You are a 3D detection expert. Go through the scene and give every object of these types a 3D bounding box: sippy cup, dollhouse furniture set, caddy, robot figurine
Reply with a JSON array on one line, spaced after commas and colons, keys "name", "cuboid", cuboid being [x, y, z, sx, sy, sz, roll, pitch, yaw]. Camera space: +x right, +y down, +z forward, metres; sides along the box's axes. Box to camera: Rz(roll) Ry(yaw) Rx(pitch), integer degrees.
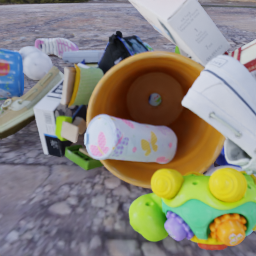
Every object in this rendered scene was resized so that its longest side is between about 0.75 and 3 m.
[{"name": "sippy cup", "cuboid": [-4.013, -1.556, 8.102, 1.812, 2.473, 1.942, 0, 73, -16]}, {"name": "dollhouse furniture set", "cuboid": [-0.896, -0.246, 6.237, 0.852, 2.206, 1.102, 22, 18, 35]}, {"name": "caddy", "cuboid": [2.718, 0.593, 6.229, 1.583, 0.831, 1.119, 0, 30, 0]}, {"name": "robot figurine", "cuboid": [-3.977, -2.739, 11.874, 1.776, 1.183, 2.094, 18, 13, -41]}]

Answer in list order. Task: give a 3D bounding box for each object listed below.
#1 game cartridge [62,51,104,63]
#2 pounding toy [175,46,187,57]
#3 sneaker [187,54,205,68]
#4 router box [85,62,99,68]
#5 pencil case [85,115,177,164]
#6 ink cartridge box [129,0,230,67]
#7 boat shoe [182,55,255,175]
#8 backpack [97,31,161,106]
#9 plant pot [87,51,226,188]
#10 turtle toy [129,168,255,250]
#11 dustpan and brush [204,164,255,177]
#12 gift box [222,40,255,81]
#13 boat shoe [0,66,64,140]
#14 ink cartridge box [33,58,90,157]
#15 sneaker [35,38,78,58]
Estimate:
[{"name": "game cartridge", "cuboid": [-1.933, -3.370, 13.169, 1.818, 0.567, 2.730, -6, 16, -1]}, {"name": "pounding toy", "cuboid": [2.423, -3.036, 12.400, 1.797, 1.080, 2.327, 16, 56, -37]}, {"name": "sneaker", "cuboid": [1.825, -1.944, 7.452, 0.624, 0.745, 1.684, -9, 50, 54]}, {"name": "router box", "cuboid": [-1.189, -2.394, 11.971, 1.806, 0.472, 1.420, -3, 29, -5]}, {"name": "pencil case", "cuboid": [0.114, 0.265, 5.577, 0.895, 0.820, 1.972, 10, 0, 44]}, {"name": "ink cartridge box", "cuboid": [0.394, -2.189, 4.579, 2.071, 0.526, 2.351, 36, 16, -34]}, {"name": "boat shoe", "cuboid": [1.906, 0.210, 4.341, 0.961, 2.879, 1.059, -46, 17, 5]}, {"name": "backpack", "cuboid": [0.232, -1.449, 8.506, 1.617, 2.013, 2.200, -19, 69, -40]}, {"name": "plant pot", "cuboid": [0.619, -0.397, 6.417, 2.683, 2.683, 2.456, 2, 17, 3]}, {"name": "turtle toy", "cuboid": [1.015, 1.233, 4.345, 2.238, 1.131, 1.631, -7, -14, 32]}, {"name": "dustpan and brush", "cuboid": [1.910, 1.097, 5.726, 1.466, 0.601, 2.101, -15, 36, 0]}, {"name": "gift box", "cuboid": [3.184, -1.224, 7.337, 2.141, 2.320, 2.166, -20, 17, 34]}, {"name": "boat shoe", "cuboid": [-2.764, -0.713, 7.668, 2.907, 0.915, 1.060, -44, 9, -34]}, {"name": "ink cartridge box", "cuboid": [-1.451, -0.670, 7.530, 0.559, 1.417, 2.850, 9, 39, 13]}, {"name": "sneaker", "cuboid": [-3.701, -4.371, 15.102, 2.571, 1.034, 1.137, 12, 24, 23]}]
